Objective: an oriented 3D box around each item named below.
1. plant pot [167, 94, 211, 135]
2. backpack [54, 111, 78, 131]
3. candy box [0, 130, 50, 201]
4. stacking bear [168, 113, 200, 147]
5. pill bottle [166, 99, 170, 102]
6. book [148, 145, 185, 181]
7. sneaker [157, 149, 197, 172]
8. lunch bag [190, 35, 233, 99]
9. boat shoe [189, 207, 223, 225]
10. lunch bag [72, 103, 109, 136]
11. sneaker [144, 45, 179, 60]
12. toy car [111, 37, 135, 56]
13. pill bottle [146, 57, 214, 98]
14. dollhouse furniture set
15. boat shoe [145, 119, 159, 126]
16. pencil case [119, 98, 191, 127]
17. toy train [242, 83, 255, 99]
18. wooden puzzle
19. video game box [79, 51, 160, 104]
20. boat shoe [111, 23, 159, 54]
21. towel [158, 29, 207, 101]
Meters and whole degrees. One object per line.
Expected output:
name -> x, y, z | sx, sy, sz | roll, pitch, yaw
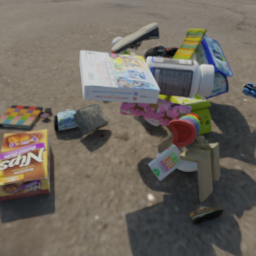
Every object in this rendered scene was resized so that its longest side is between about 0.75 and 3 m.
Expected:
plant pot -> 2.218, -0.606, 10.384 | 1.397, 1.274, 1.404 | -11, 33, -11
backpack -> -2.301, -0.284, 10.591 | 0.958, 0.736, 0.781 | 4, 31, -17
candy box -> -3.158, 1.036, 8.630 | 1.403, 0.679, 2.405 | -7, 37, -12
stacking bear -> 1.691, -0.053, 7.853 | 0.705, 0.753, 1.240 | -9, 14, 28
pill bottle -> 1.791, -1.479, 11.915 | 1.009, 1.009, 1.799 | -13, 37, -17
book -> 1.085, 0.973, 7.950 | 0.932, 0.622, 0.224 | -38, 25, -6
sneaker -> 1.569, 0.910, 8.785 | 1.496, 0.600, 0.526 | 19, 31, 29
lunch bag -> 3.269, -2.500, 11.358 | 1.414, 2.220, 1.887 | -20, 65, 14
boat shoe -> 2.012, 2.196, 7.265 | 0.902, 0.341, 0.333 | -10, 33, -15
lunch bag -> -1.332, -0.350, 10.341 | 1.099, 0.646, 0.901 | -24, 83, -40
sneaker -> 1.593, -3.335, 12.416 | 1.995, 0.769, 0.817 | 2, 9, 22
toy car -> -0.371, -3.763, 15.000 | 1.424, 1.662, 1.899 | -36, 37, 9
pill bottle -> 1.603, -1.601, 9.048 | 2.108, 1.199, 1.199 | 7, 35, 5
dollhouse furniture set -> 1.864, 1.069, 8.450 | 1.609, 1.311, 1.530 | 10, 27, 43
boat shoe -> 0.819, -0.956, 10.763 | 0.677, 0.781, 1.833 | 2, 49, -40
pencil case -> 0.898, -0.547, 9.038 | 2.282, 0.945, 0.987 | 17, 27, 11
toy train -> 3.987, -1.125, 8.829 | 0.779, 0.445, 0.338 | 34, 84, 23
wooden puzzle -> -4.280, -0.461, 11.208 | 2.312, 0.162, 1.371 | 5, 35, 7
video game box -> -0.327, -1.444, 7.739 | 1.922, 0.494, 2.110 | 0, 38, -13
boat shoe -> 0.401, -3.738, 12.249 | 2.377, 0.745, 0.863 | -34, 33, -13
towel -> 1.884, -2.433, 10.719 | 0.269, 2.982, 1.283 | 28, 6, -20
